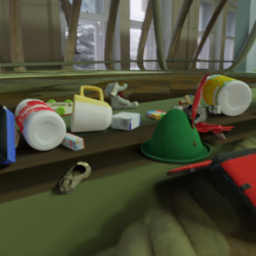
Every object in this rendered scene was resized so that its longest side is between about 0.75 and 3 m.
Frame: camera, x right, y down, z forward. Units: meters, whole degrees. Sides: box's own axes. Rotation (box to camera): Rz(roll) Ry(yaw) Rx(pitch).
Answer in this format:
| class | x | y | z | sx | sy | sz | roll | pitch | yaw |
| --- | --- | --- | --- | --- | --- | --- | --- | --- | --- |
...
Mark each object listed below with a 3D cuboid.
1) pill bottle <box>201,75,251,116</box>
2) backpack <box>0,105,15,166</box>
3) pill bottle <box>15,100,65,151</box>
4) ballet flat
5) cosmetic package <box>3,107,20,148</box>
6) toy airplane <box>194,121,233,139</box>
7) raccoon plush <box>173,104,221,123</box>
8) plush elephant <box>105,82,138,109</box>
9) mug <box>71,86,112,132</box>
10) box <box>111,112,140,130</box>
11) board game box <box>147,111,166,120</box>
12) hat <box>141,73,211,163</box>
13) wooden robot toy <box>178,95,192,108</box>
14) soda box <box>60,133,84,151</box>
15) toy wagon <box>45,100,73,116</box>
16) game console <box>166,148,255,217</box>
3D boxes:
| class | x | y | z | sx | sy | sz | roll | pitch | yaw |
| --- | --- | --- | --- | --- | --- | --- | --- | --- | --- |
| pill bottle | 4.545 | -1.719 | 13.740 | 1.591 | 1.591 | 2.865 | -2 | 19 | -9 |
| backpack | -3.762 | 0.340 | 6.908 | 1.768 | 1.437 | 1.484 | -4 | -13 | -12 |
| pill bottle | -2.819 | -0.203 | 8.687 | 1.165 | 1.165 | 2.075 | -9 | 24 | -31 |
| ballet flat | -1.175 | 1.032 | 6.275 | 0.456 | 0.314 | 1.354 | 3 | 15 | 12 |
| cosmetic package | -3.718 | 0.006 | 8.116 | 0.706 | 1.342 | 0.477 | 0 | 50 | -2 |
| toy airplane | 2.689 | 0.022 | 9.613 | 2.202 | 0.405 | 2.202 | 0 | 8 | 0 |
| raccoon plush | 2.700 | -0.543 | 11.491 | 1.832 | 0.886 | 1.227 | 1 | 6 | -27 |
| plush elephant | -0.547 | -1.736 | 14.606 | 1.779 | 1.377 | 1.465 | -7 | 16 | -25 |
| mug | -1.318 | -0.622 | 10.217 | 1.366 | 1.664 | 1.332 | 5 | 13 | -15 |
| box | -0.090 | -0.266 | 10.828 | 0.844 | 0.481 | 0.917 | 7 | 17 | 28 |
| board game box | 1.357 | -0.580 | 12.602 | 0.683 | 0.180 | 0.893 | -7 | 16 | -23 |
| hat | 1.412 | -0.419 | 8.128 | 2.032 | 2.160 | 2.453 | 2 | 15 | 9 |
| wooden robot toy | 2.815 | -1.035 | 13.483 | 0.624 | 0.643 | 1.417 | -17 | -17 | -1 |
| soda box | -1.750 | 0.419 | 8.606 | 0.326 | 0.303 | 0.954 | -14 | 19 | -39 |
| toy wagon | -3.172 | -0.946 | 13.412 | 2.456 | 0.486 | 1.905 | 0 | 15 | -1 |
| game console | 2.520 | 1.138 | 5.763 | 2.551 | 1.514 | 2.199 | -7 | 48 | -33 |
